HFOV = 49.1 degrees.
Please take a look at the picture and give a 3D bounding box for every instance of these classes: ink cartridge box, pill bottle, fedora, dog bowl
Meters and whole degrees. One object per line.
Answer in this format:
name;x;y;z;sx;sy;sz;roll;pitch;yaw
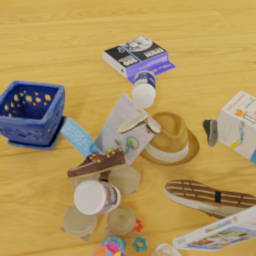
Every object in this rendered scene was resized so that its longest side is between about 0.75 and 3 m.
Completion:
ink cartridge box;4.305;-0.018;9.859;2.016;1.458;1.484;35;56;28
pill bottle;-0.744;1.824;7.362;0.831;1.435;0.831;-4;75;16
ink cartridge box;0.556;-3.363;13.628;2.653;0.581;2.678;-27;54;-24
pill bottle;0.598;-1.429;10.446;0.850;0.850;1.470;4;40;3
fedora;1.336;0.189;9.784;2.592;1.057;2.592;1;39;-1
dog bowl;-1.418;0.484;8.713;1.085;1.946;0.482;34;74;33

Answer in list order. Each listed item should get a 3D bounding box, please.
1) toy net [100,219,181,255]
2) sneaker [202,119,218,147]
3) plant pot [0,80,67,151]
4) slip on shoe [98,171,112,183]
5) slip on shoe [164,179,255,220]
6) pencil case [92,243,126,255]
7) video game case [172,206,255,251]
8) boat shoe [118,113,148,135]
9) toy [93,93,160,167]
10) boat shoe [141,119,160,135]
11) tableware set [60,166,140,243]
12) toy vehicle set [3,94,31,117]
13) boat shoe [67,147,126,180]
toy net;0.461;3.233;7.568;2.336;0.451;1.226;16;46;12
sneaker;2.407;0.148;8.269;0.306;0.819;0.435;3;3;-24
plant pot;-3.352;-0.339;9.938;2.010;1.807;2.010;7;48;6
slip on shoe;-0.740;1.713;8.915;0.515;0.410;1.353;6;41;2
slip on shoe;2.126;1.994;7.400;2.436;0.738;0.926;6;29;20
pencil case;0.013;3.433;5.846;0.933;0.933;2.111;-32;53;-26
video game case;2.566;2.281;6.352;1.870;2.612;0.235;25;40;-41
boat shoe;0.136;-0.048;6.720;0.857;0.268;0.305;-32;39;-26
toy;-0.042;0.175;8.771;1.452;2.522;0.595;42;40;9
boat shoe;0.524;0.013;7.025;0.337;0.296;0.945;30;10;-21
tableware set;-0.734;2.098;8.214;2.123;0.295;2.542;3;48;2
toy vehicle set;-4.862;-0.917;11.561;1.048;0.224;1.687;13;48;12
boat shoe;-0.774;0.855;6.857;1.597;0.562;0.562;-11;89;-37
